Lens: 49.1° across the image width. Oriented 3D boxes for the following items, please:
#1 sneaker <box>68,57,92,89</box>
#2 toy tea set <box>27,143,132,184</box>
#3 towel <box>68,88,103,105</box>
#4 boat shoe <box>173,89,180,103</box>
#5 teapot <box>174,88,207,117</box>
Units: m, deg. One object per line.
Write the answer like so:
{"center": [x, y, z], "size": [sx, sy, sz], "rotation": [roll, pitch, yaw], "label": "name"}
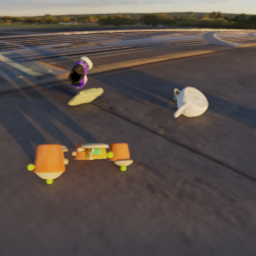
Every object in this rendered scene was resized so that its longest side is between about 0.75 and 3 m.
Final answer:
{"center": [-2.547, -2.438, 13.642], "size": [0.798, 2.295, 1.142], "rotation": [34, 60, -4], "label": "sneaker"}
{"center": [-1.286, 0.969, 7.786], "size": [2.790, 1.033, 1.659], "rotation": [-2, -5, 4], "label": "toy tea set"}
{"center": [-1.886, -1.374, 12.480], "size": [1.072, 0.264, 1.445], "rotation": [-31, -7, 39], "label": "towel"}
{"center": [2.436, -1.434, 13.172], "size": [0.460, 0.404, 1.293], "rotation": [-3, 26, -11], "label": "boat shoe"}
{"center": [2.499, -0.928, 11.498], "size": [1.339, 0.978, 1.321], "rotation": [17, 46, -20], "label": "teapot"}
